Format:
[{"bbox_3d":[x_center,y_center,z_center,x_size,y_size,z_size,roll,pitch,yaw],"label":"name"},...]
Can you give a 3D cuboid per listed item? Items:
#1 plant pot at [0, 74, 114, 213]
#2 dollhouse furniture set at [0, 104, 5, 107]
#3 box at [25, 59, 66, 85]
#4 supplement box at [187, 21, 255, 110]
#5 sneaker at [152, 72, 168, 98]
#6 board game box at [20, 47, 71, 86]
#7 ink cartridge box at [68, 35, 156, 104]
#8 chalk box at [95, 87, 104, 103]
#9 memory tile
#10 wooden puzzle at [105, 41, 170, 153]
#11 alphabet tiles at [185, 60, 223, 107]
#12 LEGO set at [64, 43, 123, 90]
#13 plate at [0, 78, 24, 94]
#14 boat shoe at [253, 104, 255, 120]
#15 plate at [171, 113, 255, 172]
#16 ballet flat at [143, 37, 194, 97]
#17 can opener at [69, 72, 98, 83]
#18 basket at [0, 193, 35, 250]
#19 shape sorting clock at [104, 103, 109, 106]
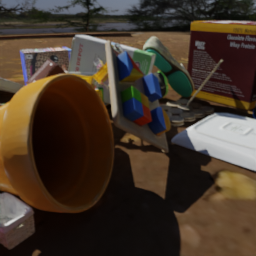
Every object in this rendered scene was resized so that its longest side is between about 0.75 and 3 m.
[{"bbox_3d":[-1.766,0.344,5.298,2.155,2.354,2.354,-6,18,27],"label":"plant pot"},{"bbox_3d":[-2.099,-0.038,6.962,2.066,1.353,1.037,8,28,15],"label":"dollhouse furniture set"},{"bbox_3d":[-1.580,-0.785,6.878,0.825,1.647,0.617,-47,44,-6],"label":"box"},{"bbox_3d":[4.092,-2.619,11.055,1.951,2.938,2.898,-20,30,-39],"label":"supplement box"},{"bbox_3d":[0.509,-1.712,11.544,1.222,1.120,2.918,-24,22,-33],"label":"sneaker"},{"bbox_3d":[-3.680,-2.724,12.894,2.144,1.709,1.038,-12,27,-25],"label":"board game box"},{"bbox_3d":[-0.633,-1.984,10.040,2.783,2.022,1.218,16,20,7],"label":"ink cartridge box"},{"bbox_3d":[-1.448,-0.655,8.755,1.139,1.145,1.840,8,25,18],"label":"chalk box"},{"bbox_3d":[1.822,-0.581,9.823,2.147,0.180,1.646,-17,28,-36],"label":"memory tile"},{"bbox_3d":[0.352,-0.724,6.687,0.547,2.361,2.187,-23,57,26],"label":"wooden puzzle"},{"bbox_3d":[2.655,-1.561,9.732,0.070,1.841,2.213,37,24,7],"label":"alphabet tiles"},{"bbox_3d":[-0.904,-1.462,8.090,2.165,0.996,0.806,-24,-22,17],"label":"LEGO set"},{"bbox_3d":[-5.637,-1.871,11.528,2.552,0.412,2.546,12,-2,30],"label":"plate"},{"bbox_3d":[4.891,-0.339,8.268,1.145,0.934,2.721,-16,28,-32],"label":"boat shoe"},{"bbox_3d":[2.975,0.182,7.716,2.636,0.426,2.630,20,29,38],"label":"plate"},{"bbox_3d":[1.751,-2.427,11.069,0.992,2.942,0.917,-15,44,43],"label":"ballet flat"},{"bbox_3d":[-1.333,-1.650,8.947,1.373,0.362,0.456,8,43,31],"label":"can opener"},{"bbox_3d":[-1.956,1.491,4.524,0.810,0.499,0.549,15,28,34],"label":"basket"},{"bbox_3d":[-1.346,-1.033,10.763,1.377,0.270,1.377,0,23,0],"label":"shape sorting clock"}]
